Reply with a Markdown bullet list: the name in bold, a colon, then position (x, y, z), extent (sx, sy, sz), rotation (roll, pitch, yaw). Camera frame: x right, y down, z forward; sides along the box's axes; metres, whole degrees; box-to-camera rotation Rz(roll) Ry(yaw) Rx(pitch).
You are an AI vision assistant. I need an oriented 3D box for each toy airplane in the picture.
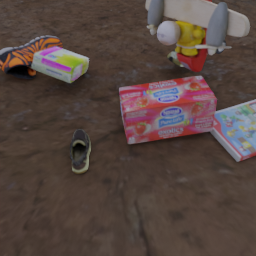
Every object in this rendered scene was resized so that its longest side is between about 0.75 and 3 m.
- **toy airplane**: position (1.602, -2.978, 7.508), extent (1.958, 2.775, 2.763), rotation (-33, 90, -18)

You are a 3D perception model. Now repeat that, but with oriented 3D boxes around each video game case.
- **video game case**: position (3.670, -0.060, 8.198), extent (2.502, 0.218, 1.789), rotation (-16, 46, -16)

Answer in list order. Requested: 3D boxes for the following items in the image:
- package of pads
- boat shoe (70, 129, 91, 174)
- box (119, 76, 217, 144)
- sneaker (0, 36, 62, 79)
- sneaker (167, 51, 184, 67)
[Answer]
- **package of pads**: position (-2.184, -2.183, 9.475), extent (1.394, 0.615, 1.805), rotation (20, 25, 0)
- **boat shoe**: position (-1.261, 0.504, 7.415), extent (0.542, 0.480, 1.480), rotation (-6, 44, -7)
- **box**: position (1.048, -0.521, 7.818), extent (2.451, 1.170, 1.222), rotation (-9, 41, -3)
- **sneaker**: position (-3.434, -2.512, 10.377), extent (2.480, 0.962, 1.389), rotation (-27, 55, -17)
- **sneaker**: position (2.243, -2.911, 10.281), extent (2.047, 0.907, 0.787), rotation (-27, 59, -34)
